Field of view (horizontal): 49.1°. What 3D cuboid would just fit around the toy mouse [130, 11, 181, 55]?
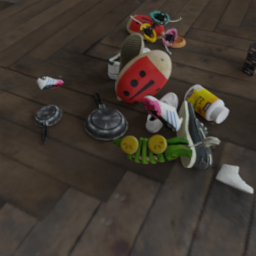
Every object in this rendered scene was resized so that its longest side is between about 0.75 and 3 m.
[{"bbox_3d":[1.551,-4.468,12.750,2.111,0.460,2.375,-35,86,-19],"label":"toy mouse"}]

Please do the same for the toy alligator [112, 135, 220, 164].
[{"bbox_3d":[0.938,0.626,7.581,2.938,0.974,0.706,-2,75,20],"label":"toy alligator"}]

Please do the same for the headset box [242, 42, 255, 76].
[{"bbox_3d":[5.210,-2.909,11.203,1.003,1.348,0.521,-32,53,-28],"label":"headset box"}]

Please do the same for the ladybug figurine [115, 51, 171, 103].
[{"bbox_3d":[0.529,-1.611,9.567,2.276,1.545,0.819,-41,38,19],"label":"ladybug figurine"}]

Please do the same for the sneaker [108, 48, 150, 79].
[{"bbox_3d":[0.135,-2.832,11.479,0.870,0.843,2.381,31,53,27],"label":"sneaker"}]

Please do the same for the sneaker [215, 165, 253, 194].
[{"bbox_3d":[2.960,1.341,7.594,0.987,0.364,0.570,24,79,23],"label":"sneaker"}]

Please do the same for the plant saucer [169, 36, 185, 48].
[{"bbox_3d":[2.231,-4.069,13.144,0.921,0.172,0.921,0,46,0],"label":"plant saucer"}]

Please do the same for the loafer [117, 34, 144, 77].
[{"bbox_3d":[0.070,-2.467,10.503,0.787,2.080,0.710,18,7,10],"label":"loafer"}]

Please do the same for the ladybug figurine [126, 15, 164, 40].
[{"bbox_3d":[0.857,-4.904,13.576,2.086,0.750,1.416,27,51,24],"label":"ladybug figurine"}]

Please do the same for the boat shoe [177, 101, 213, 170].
[{"bbox_3d":[1.987,0.185,8.557,0.828,0.880,2.449,7,49,-9],"label":"boat shoe"}]

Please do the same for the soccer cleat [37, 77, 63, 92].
[{"bbox_3d":[-2.746,-1.624,9.914,0.493,0.399,1.142,52,27,3],"label":"soccer cleat"}]

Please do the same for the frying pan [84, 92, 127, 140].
[{"bbox_3d":[-0.671,-0.513,9.570,1.433,0.385,2.368,8,46,2],"label":"frying pan"}]

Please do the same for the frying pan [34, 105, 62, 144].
[{"bbox_3d":[-2.822,-0.205,9.300,0.973,0.262,1.608,6,49,18],"label":"frying pan"}]

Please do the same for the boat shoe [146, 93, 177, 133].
[{"bbox_3d":[1.171,-0.628,9.358,0.655,0.581,1.779,20,57,19],"label":"boat shoe"}]

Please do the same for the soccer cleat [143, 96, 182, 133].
[{"bbox_3d":[0.997,-0.493,7.995,0.506,1.447,0.625,-2,48,57],"label":"soccer cleat"}]

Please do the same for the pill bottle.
[{"bbox_3d":[2.658,-0.787,9.511,0.787,0.787,1.441,-26,51,-24],"label":"pill bottle"}]
